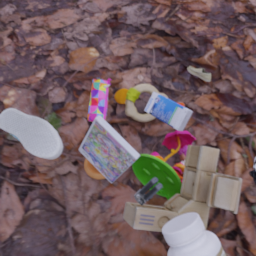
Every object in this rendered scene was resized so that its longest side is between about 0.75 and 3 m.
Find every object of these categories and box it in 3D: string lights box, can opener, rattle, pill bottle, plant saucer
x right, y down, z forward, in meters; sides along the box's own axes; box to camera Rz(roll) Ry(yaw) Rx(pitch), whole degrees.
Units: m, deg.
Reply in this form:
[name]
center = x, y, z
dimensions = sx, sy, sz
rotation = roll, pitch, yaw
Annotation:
[string lights box]
center = 1.415, -0.601, 10.054
dimensions = 1.565, 0.461, 0.804
rotation = 34, 104, 31
[can opener]
center = 0.541, 1.610, 7.151
dimensions = 0.437, 1.308, 0.349
rotation = -24, 69, -36
[rattle]
center = 0.920, -1.044, 12.663
dimensions = 2.614, 1.867, 1.702
rotation = -1, 82, -23
[pill bottle]
center = 1.661, 3.154, 6.320
dimensions = 1.255, 1.255, 2.260
rotation = -26, 89, -16
[plant saucer]
center = -1.114, 1.414, 11.127
dimensions = 1.290, 0.241, 1.290
rotation = 0, 56, 0

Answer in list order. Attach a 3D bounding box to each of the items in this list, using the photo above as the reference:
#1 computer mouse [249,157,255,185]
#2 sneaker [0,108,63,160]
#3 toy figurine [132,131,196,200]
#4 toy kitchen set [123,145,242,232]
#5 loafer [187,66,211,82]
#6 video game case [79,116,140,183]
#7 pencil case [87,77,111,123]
[computer mouse]
center = 3.897, 1.219, 8.286
dimensions = 0.658, 0.263, 1.199
rotation = 56, 42, -11
[sneaker]
center = -2.921, 0.229, 9.043
dimensions = 2.869, 1.175, 1.060
rotation = 30, 82, 32
[toy figurine]
center = 1.890, 1.256, 10.542
dimensions = 2.690, 2.019, 2.476
rotation = 44, 55, 1
[toy kitchen set]
center = 1.442, 1.648, 7.675
dimensions = 2.282, 2.064, 2.530
rotation = 12, 85, -17
[loafer]
center = 2.649, -2.054, 10.327
dimensions = 1.011, 0.345, 0.382
rotation = 35, 33, 23
[video game case]
center = -0.638, 0.705, 8.013
dimensions = 1.511, 2.110, 0.190
rotation = 44, 55, 5
[pencil case]
center = -0.862, -0.806, 8.338
dimensions = 0.598, 0.598, 1.354
rotation = 6, 86, 4
